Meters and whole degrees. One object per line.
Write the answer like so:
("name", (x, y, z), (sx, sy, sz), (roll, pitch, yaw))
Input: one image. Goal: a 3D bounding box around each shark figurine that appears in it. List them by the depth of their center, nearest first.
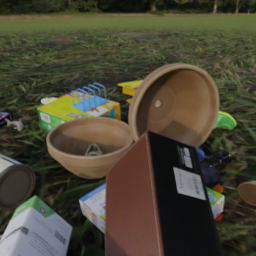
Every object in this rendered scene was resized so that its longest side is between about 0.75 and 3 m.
("shark figurine", (-4.732, -0.232, 11.954), (1.042, 0.435, 0.623), (19, 31, 31))

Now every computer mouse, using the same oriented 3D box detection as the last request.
("computer mouse", (2.680, 1.164, 8.720), (0.793, 0.461, 2.706), (21, 26, 30))

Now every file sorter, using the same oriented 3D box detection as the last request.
("file sorter", (-1.561, -1.253, 11.258), (1.179, 0.723, 0.818), (-28, 39, -35))

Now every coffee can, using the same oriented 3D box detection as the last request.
("coffee can", (-3.643, 1.365, 7.731), (1.732, 1.268, 1.268), (16, 30, 30))

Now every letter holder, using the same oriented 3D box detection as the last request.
("letter holder", (0.509, 1.780, 5.535), (1.346, 1.903, 2.677), (19, 45, -27))

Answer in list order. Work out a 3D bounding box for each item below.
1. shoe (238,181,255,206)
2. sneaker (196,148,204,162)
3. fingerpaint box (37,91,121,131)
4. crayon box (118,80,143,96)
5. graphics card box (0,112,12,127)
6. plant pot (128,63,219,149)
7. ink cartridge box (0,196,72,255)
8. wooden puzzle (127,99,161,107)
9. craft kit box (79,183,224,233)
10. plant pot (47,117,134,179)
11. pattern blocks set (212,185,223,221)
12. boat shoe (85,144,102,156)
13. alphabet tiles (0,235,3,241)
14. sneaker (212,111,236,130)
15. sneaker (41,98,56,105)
("shoe", (3.672, 1.710, 7.270), (0.485, 0.636, 1.818), (-5, -4, -26))
("sneaker", (1.954, 0.684, 9.893), (1.676, 0.588, 0.653), (16, 38, 32))
("fingerpaint box", (-2.012, -0.505, 11.704), (2.647, 0.971, 2.208), (19, 38, 32))
("crayon box", (0.747, -2.188, 15.419), (2.342, 0.595, 1.487), (-14, 23, -32))
("graphics card box", (-5.842, -0.260, 12.046), (0.927, 0.376, 1.478), (7, 26, 15))
("plant pot", (1.240, -0.603, 8.817), (2.980, 2.980, 1.376), (-10, 26, -20))
("ink cartridge box", (-1.877, 2.401, 5.569), (0.698, 1.209, 1.655), (-33, 21, 16))
("wooden puzzle", (1.367, -1.373, 14.386), (2.558, 0.299, 1.726), (-9, 28, -17))
("craft kit box", (0.577, 1.955, 7.098), (2.620, 0.636, 2.587), (-26, 33, -33))
("plant pot", (-1.156, 0.735, 9.031), (2.729, 1.260, 2.729), (0, 28, 0))
("pattern blocks set", (1.769, 1.796, 8.094), (1.877, 0.173, 2.135), (5, 27, 11))
("boat shoe", (-1.118, 0.875, 8.846), (0.578, 0.494, 1.577), (8, 6, -14))
("alphabet tiles", (-3.501, 3.164, 5.448), (2.631, 0.083, 2.189), (-22, 34, -37))
("sneaker", (3.187, -0.215, 11.510), (2.549, 1.065, 0.944), (10, -10, -13))
("sneaker", (-4.022, -1.383, 14.444), (0.892, 0.338, 0.468), (-1, 13, -19))
